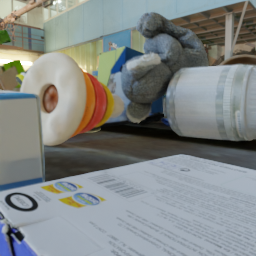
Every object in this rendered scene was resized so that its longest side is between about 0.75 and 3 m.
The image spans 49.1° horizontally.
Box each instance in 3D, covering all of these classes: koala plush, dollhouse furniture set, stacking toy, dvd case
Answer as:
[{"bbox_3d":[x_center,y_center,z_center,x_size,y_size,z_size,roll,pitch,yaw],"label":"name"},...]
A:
[{"bbox_3d":[0.661,-1.368,6.856,2.115,2.041,2.301,27,46,19],"label":"koala plush"},{"bbox_3d":[-4.148,-1.556,7.424,2.316,1.517,1.162,-2,34,18],"label":"dollhouse furniture set"},{"bbox_3d":[-0.906,-0.493,6.077,1.753,1.753,2.399,5,0,34],"label":"stacking toy"},{"bbox_3d":[-0.254,-0.833,7.579,1.212,1.699,0.149,-6,-29,42],"label":"dvd case"}]

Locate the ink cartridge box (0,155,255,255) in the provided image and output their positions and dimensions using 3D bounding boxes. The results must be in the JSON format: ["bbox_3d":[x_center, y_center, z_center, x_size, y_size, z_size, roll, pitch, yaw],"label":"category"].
[{"bbox_3d":[0.101,0.565,1.160,1.564,0.597,1.067,-4,8,-39],"label":"ink cartridge box"}]

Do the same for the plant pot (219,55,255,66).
[{"bbox_3d":[4.440,-1.376,11.010,2.333,2.333,2.034,2,-15,14],"label":"plant pot"}]

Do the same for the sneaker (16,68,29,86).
[{"bbox_3d":[-1.672,-0.739,6.758,0.782,0.889,2.101,39,-8,38],"label":"sneaker"}]

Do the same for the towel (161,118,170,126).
[{"bbox_3d":[2.031,-0.238,8.753,1.821,0.217,1.338,-1,7,-2],"label":"towel"}]

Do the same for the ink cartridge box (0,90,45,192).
[{"bbox_3d":[-2.104,0.065,3.376,1.667,0.962,2.297,-8,11,-28],"label":"ink cartridge box"}]

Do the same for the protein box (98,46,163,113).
[{"bbox_3d":[0.132,-1.668,10.853,2.226,2.210,1.502,6,-3,-44],"label":"protein box"}]

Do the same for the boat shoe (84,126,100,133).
[{"bbox_3d":[-1.054,-0.045,7.123,0.807,0.267,0.301,-5,22,-31],"label":"boat shoe"}]

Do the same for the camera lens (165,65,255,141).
[{"bbox_3d":[1.889,-0.531,5.988,1.937,1.550,1.550,5,9,35],"label":"camera lens"}]

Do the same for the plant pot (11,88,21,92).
[{"bbox_3d":[-3.154,-0.978,10.038,1.607,1.756,1.756,14,11,13],"label":"plant pot"}]

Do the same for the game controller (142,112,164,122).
[{"bbox_3d":[0.535,-0.376,9.459,0.805,0.325,1.543,-3,4,-25],"label":"game controller"}]
